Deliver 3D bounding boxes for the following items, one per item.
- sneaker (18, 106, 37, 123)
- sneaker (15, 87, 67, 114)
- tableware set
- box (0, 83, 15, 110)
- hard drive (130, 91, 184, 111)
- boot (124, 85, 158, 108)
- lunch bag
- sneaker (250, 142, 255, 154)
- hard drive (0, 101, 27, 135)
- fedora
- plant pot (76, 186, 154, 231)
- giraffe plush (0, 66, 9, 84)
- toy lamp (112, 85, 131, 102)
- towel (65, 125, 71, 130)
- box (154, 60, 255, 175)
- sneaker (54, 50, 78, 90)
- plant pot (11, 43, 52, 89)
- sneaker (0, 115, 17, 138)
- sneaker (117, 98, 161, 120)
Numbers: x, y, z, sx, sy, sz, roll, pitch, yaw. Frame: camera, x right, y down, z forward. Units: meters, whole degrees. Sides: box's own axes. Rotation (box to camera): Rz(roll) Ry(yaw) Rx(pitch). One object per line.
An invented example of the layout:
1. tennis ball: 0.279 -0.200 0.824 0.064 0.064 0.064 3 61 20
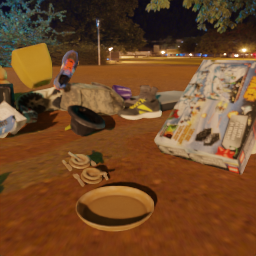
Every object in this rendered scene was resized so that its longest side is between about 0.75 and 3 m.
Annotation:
1. sneaker: -3.205 -0.388 8.955 0.554 0.460 1.160 5 18 -31
2. sneaker: -2.925 -1.113 10.440 2.573 0.999 1.111 -10 14 -34
3. tableware set: -0.730 0.668 4.859 0.534 0.162 0.808 -8 32 -37
4. box: -4.408 -0.647 8.231 1.934 1.202 1.436 -4 15 -18
5. hard drive: 1.517 -1.106 11.322 2.419 0.398 1.688 -13 20 -33
6. boot: 0.438 -1.091 9.796 1.253 0.825 0.437 3 -7 -25
7. lunch bag: -1.226 -1.044 9.960 1.866 1.097 1.530 -3 16 -36
8. sneaker: 3.366 -0.097 6.109 2.390 0.896 1.010 -12 8 9
9. hard drive: -3.090 -0.253 7.266 0.534 0.764 0.145 -51 22 -11
10. fedora: -1.160 -0.126 7.305 1.182 0.540 1.182 25 18 -9
11. plant pot: -0.175 1.091 3.807 1.049 0.144 1.049 1 15 0
12. giraffe plush: -6.168 -1.799 12.265 1.549 1.648 1.910 -21 18 -31
13. toy lamp: -1.374 -1.289 11.441 2.984 0.869 0.869 -5 16 -9
14. towel: -1.360 -0.129 8.077 0.403 0.084 0.935 -27 -4 42
15. box: 1.929 -0.410 5.892 1.757 0.512 2.567 13 59 40
16. sneaker: -1.932 -1.810 8.942 0.513 1.361 0.534 19 9 -25
17. plant pot: -3.501 -2.206 10.504 1.224 1.260 1.232 -24 -1 -27
18. sneaker: -3.000 -0.030 6.710 0.883 0.347 0.394 -35 -25 28
19. sneaker: 0.371 -0.660 9.288 1.582 0.669 0.589 -7 15 -26
